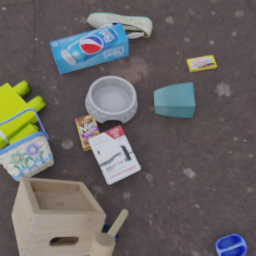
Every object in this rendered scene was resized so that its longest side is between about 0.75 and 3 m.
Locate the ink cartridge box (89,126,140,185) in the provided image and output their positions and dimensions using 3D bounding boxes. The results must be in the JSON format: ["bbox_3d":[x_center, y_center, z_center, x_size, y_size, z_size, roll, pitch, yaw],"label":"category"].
[{"bbox_3d":[-0.432,0.863,8.707,1.088,0.632,1.508,-24,83,-10],"label":"ink cartridge box"}]

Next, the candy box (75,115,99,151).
[{"bbox_3d":[-1.312,0.146,9.349,0.642,0.311,1.101,-17,67,-7],"label":"candy box"}]

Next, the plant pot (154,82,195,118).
[{"bbox_3d":[1.529,-0.909,9.498,1.286,0.909,0.909,-2,67,5],"label":"plant pot"}]

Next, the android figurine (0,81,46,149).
[{"bbox_3d":[-4.231,-0.362,9.419,2.536,0.572,2.786,42,73,15],"label":"android figurine"}]

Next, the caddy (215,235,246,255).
[{"bbox_3d":[2.888,3.383,7.926,0.858,0.450,0.606,-16,69,-7],"label":"caddy"}]

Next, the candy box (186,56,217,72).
[{"bbox_3d":[2.749,-2.404,10.504,1.012,0.134,0.517,-11,65,-4],"label":"candy box"}]

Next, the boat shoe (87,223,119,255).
[{"bbox_3d":[-1.085,3.803,7.444,0.865,1.060,2.519,27,72,10],"label":"boat shoe"}]

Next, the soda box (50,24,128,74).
[{"bbox_3d":[-1.383,-2.888,10.277,2.685,0.911,0.862,-18,69,-8],"label":"soda box"}]

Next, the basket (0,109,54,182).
[{"bbox_3d":[-3.242,0.527,8.618,1.702,1.342,1.930,-32,79,-16],"label":"basket"}]

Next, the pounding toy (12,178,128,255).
[{"bbox_3d":[-1.282,2.544,6.925,2.543,2.894,1.324,12,101,-32],"label":"pounding toy"}]

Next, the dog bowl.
[{"bbox_3d":[-0.549,-0.991,9.546,1.814,0.532,1.814,3,59,-6],"label":"dog bowl"}]

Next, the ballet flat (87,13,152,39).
[{"bbox_3d":[-0.347,-3.889,10.767,2.552,0.861,0.796,3,77,2],"label":"ballet flat"}]
